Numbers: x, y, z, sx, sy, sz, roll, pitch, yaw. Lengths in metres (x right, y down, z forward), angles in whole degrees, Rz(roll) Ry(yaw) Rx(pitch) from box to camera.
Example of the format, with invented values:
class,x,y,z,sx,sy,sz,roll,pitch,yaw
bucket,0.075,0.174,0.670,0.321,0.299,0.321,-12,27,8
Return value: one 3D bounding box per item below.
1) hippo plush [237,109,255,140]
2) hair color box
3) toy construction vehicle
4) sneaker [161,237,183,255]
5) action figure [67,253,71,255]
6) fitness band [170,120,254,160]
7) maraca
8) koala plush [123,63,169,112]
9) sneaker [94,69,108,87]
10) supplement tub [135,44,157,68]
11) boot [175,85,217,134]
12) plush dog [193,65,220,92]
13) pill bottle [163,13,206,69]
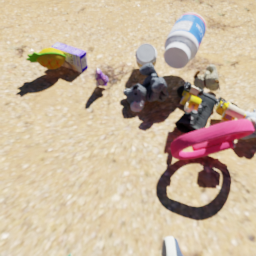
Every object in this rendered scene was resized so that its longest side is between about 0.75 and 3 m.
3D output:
class,x,y,z,sx,sy,sz,roll,pitch,yaw
hippo plush,4.277,-0.236,9.499,1.246,0.992,1.002,1,46,1
hair color box,-2.594,-3.115,12.395,1.587,0.868,0.514,23,51,22
toy construction vehicle,2.691,-0.680,9.156,2.018,0.816,2.318,25,16,-3
sneaker,1.479,3.633,5.739,1.191,1.056,2.818,-8,55,-7
action figure,-1.979,3.482,6.254,1.578,0.431,0.932,-12,48,-2
fitness band,2.428,0.397,8.207,2.410,1.731,0.451,-19,69,15
maraca,-3.391,-2.891,11.643,1.595,1.093,0.853,-4,76,-29
koala plush,0.609,-1.332,10.586,1.546,1.421,1.371,-30,54,2
sneaker,-1.033,-1.958,11.086,0.509,1.152,0.463,14,76,4
supplement tub,0.762,-2.994,11.858,0.905,1.251,0.905,0,88,4
boot,2.185,-0.635,10.200,1.627,0.648,1.974,22,54,22
plush dog,3.027,-1.793,10.918,0.960,1.118,0.897,-10,25,17
pill bottle,2.173,-3.357,10.903,1.308,1.308,2.331,16,53,15
